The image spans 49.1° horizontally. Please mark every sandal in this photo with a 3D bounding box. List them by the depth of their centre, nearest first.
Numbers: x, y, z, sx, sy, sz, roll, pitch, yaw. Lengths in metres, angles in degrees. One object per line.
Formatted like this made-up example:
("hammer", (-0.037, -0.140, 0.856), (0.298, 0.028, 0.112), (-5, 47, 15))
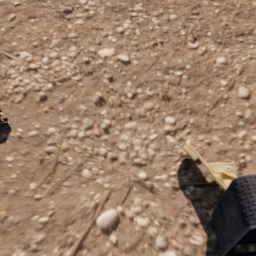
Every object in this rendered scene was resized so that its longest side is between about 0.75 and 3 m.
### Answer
("sandal", (2.860, 1.249, 8.696), (0.853, 0.951, 2.594), (-43, 61, 3))

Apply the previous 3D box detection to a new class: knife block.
("knife block", (-5.257, 0.002, 9.946), (1.973, 1.732, 0.631), (-39, 51, 29))

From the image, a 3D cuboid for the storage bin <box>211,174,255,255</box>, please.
("storage bin", (3.336, 2.302, 7.062), (1.774, 2.624, 1.230), (-3, 52, -2))
